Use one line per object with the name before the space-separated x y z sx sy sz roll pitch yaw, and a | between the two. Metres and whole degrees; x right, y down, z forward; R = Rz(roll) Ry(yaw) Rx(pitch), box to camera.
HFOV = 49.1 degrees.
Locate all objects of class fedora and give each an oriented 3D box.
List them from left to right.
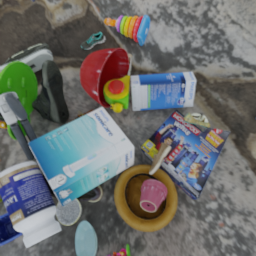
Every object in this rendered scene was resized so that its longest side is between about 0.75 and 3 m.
fedora | 0.611 2.476 9.931 2.309 0.942 2.309 -1 70 2

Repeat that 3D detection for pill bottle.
pill bottle | -3.244 2.496 9.249 1.442 1.442 2.491 -27 77 -7

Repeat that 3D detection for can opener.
can opener | -3.702 0.036 9.782 0.726 2.723 0.910 -28 32 -20

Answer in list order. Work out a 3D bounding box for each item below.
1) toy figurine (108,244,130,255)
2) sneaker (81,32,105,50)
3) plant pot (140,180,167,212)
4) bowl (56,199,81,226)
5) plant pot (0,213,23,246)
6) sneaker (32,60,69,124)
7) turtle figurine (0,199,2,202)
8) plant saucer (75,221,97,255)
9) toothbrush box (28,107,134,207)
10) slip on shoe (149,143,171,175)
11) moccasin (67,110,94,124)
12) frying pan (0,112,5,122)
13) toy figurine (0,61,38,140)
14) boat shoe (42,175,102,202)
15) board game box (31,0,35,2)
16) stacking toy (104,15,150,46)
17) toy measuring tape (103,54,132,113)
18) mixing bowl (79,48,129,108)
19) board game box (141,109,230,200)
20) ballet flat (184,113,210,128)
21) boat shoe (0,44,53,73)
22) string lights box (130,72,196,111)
toy figurine | -0.430 4.563 9.445 1.001 0.817 1.088 -9 66 5
sneaker | -1.520 -3.750 11.917 1.120 0.511 0.435 -30 76 -7
plant pot | 0.771 2.279 9.195 0.881 0.881 0.789 24 44 6
bowl | -1.945 2.833 9.609 0.971 0.455 0.971 -7 71 21
plant pot | -4.121 3.476 9.751 0.911 0.819 0.911 -27 76 -7
sneaker | -3.099 -1.333 10.563 1.380 2.408 0.921 8 30 26
turtle figurine | -5.174 1.824 10.213 1.907 0.762 2.365 39 66 3
plant saucer | -1.364 3.875 9.466 0.273 1.420 1.420 8 71 -36
toothbrush box | -1.552 0.903 9.718 2.938 1.253 2.151 -30 60 -19
slip on shoe | 1.021 1.057 9.696 0.368 0.461 1.214 35 81 3
moccasin | -1.852 -0.347 10.964 1.246 0.481 0.456 -29 50 -4
frying pan | -4.920 -0.563 10.230 1.313 0.794 0.214 30 97 21
toy figurine | -5.243 -1.129 10.744 2.692 2.196 2.925 7 105 17
boat shoe | -2.202 2.144 10.113 2.544 0.824 0.915 12 75 3
board game box | -4.582 -6.545 12.756 1.256 0.388 1.257 24 76 6
stacking toy | -0.119 -4.280 11.747 1.924 1.116 1.056 18 87 12
toy measuring tape | -0.422 -1.825 11.079 1.063 1.063 2.890 4 59 1
mixing bowl | -1.033 -2.023 10.699 1.245 2.299 2.299 20 75 21
board game box | 2.339 0.742 10.493 2.705 0.834 2.703 42 79 11
ballet flat | 2.618 -0.296 10.291 1.274 0.450 0.450 12 72 -29
boat shoe | -4.313 -2.597 11.373 2.606 0.921 0.830 -24 61 -1
string lights box | 1.318 -1.396 10.815 2.394 1.230 0.706 -4 40 -2
